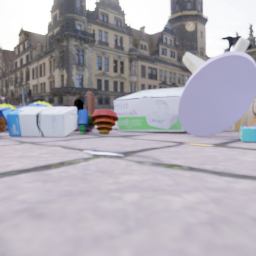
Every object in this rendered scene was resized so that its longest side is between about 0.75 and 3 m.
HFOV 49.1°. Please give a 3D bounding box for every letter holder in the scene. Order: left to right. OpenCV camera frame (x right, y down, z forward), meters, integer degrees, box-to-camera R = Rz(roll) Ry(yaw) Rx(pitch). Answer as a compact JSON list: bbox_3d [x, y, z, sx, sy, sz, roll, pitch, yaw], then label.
[{"bbox_3d":[-1.921,-0.681,10.898,1.053,1.488,2.094,1,4,0],"label":"letter holder"}]

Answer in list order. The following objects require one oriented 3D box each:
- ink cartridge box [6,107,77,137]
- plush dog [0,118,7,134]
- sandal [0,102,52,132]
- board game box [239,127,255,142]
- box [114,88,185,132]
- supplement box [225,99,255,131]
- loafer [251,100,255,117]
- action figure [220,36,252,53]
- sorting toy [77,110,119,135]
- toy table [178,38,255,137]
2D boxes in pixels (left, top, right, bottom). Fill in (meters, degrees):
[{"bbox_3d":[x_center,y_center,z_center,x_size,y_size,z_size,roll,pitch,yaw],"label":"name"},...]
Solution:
[{"bbox_3d":[-2.408,-0.196,8.054,1.630,0.686,1.178,0,13,8],"label":"ink cartridge box"},{"bbox_3d":[-3.974,-0.254,7.012,1.802,1.446,1.547,0,-21,-3],"label":"plush dog"},{"bbox_3d":[-3.655,-0.268,9.381,2.638,1.048,1.148,-4,14,19],"label":"sandal"},{"bbox_3d":[3.358,0.152,6.490,1.422,0.320,1.081,1,3,18],"label":"board game box"},{"bbox_3d":[1.146,-0.707,9.873,2.491,1.205,2.198,0,16,31],"label":"box"},{"bbox_3d":[3.774,-0.474,10.213,1.854,1.169,0.682,-1,4,-11],"label":"supplement box"},{"bbox_3d":[5.218,-0.494,8.494,2.717,0.977,0.854,12,-11,-2],"label":"loafer"},{"bbox_3d":[3.628,-1.928,9.835,1.385,2.331,1.189,4,3,-30],"label":"action figure"},{"bbox_3d":[-1.126,-0.069,8.762,1.763,0.723,1.059,-13,-22,41],"label":"sorting toy"},{"bbox_3d":[2.361,-1.097,7.450,2.494,2.293,1.461,-48,8,41],"label":"toy table"}]
